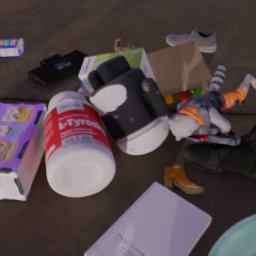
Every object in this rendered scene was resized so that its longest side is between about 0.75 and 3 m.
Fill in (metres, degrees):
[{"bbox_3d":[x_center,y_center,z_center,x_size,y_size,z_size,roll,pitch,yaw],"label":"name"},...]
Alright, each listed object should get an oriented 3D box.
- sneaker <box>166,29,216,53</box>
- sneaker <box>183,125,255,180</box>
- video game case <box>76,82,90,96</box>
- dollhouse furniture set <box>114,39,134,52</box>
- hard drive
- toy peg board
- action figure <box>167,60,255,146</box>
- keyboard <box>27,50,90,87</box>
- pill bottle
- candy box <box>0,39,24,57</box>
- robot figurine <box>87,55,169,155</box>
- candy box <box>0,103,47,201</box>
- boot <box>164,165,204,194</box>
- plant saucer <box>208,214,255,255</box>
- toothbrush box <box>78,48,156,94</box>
[{"bbox_3d":[2.857,-4.037,12.584,2.263,0.928,0.846,9,40,11],"label":"sneaker"},{"bbox_3d":[2.890,0.442,6.636,2.989,1.559,0.897,12,40,14],"label":"sneaker"},{"bbox_3d":[-1.038,-1.441,10.064,1.415,0.134,1.011,5,40,5],"label":"video game case"},{"bbox_3d":[-0.208,-3.567,12.362,0.755,0.491,0.693,25,46,28],"label":"dollhouse furniture set"},{"bbox_3d":[0.453,2.168,5.534,1.461,0.291,2.216,29,47,30],"label":"hard drive"},{"bbox_3d":[1.501,-1.666,9.654,2.258,1.109,2.267,-15,46,9],"label":"toy peg board"},{"bbox_3d":[1.767,-0.610,7.341,2.713,1.419,2.624,11,40,41],"label":"action figure"},{"bbox_3d":[-2.706,-2.453,11.164,1.569,0.335,2.614,31,48,24],"label":"keyboard"},{"bbox_3d":[-1.316,0.244,6.937,1.490,1.490,2.655,-11,40,-13],"label":"pill bottle"},{"bbox_3d":[-5.302,-3.512,12.311,1.211,0.466,1.024,-3,38,-6],"label":"candy box"},{"bbox_3d":[0.029,-0.537,7.189,1.567,2.511,1.886,-30,7,2],"label":"robot figurine"},{"bbox_3d":[-3.729,0.466,7.007,2.943,1.053,2.469,2,40,1],"label":"candy box"},{"bbox_3d":[1.319,1.197,6.671,0.938,0.330,0.672,2,45,12],"label":"boot"},{"bbox_3d":[2.389,2.639,3.782,2.951,0.530,2.951,-25,48,31],"label":"plant saucer"},{"bbox_3d":[-0.282,-1.480,8.440,1.911,1.391,0.823,-2,55,22],"label":"toothbrush box"}]
